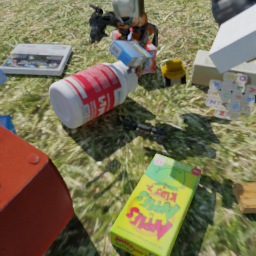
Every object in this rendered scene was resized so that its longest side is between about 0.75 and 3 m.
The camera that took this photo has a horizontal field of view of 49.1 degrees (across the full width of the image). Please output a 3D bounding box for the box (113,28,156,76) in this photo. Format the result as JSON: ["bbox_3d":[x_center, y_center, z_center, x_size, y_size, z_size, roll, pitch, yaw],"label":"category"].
[{"bbox_3d":[0.221,-3.206,11.690,1.129,1.081,2.265,-14,44,-15],"label":"box"}]

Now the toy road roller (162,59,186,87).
[{"bbox_3d":[1.454,-1.886,8.901,0.682,0.811,1.111,-6,40,5],"label":"toy road roller"}]

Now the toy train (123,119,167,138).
[{"bbox_3d":[0.509,0.055,8.658,1.436,0.329,0.245,16,48,21],"label":"toy train"}]

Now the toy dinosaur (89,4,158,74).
[{"bbox_3d":[-0.092,-3.148,8.525,1.996,1.503,2.942,-3,86,3],"label":"toy dinosaur"}]

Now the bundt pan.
[{"bbox_3d":[3.663,-3.639,8.115,2.506,2.506,0.940,-26,6,-26],"label":"bundt pan"}]

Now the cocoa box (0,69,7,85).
[{"bbox_3d":[-4.298,-1.423,7.572,1.492,0.995,0.979,-42,73,-16],"label":"cocoa box"}]

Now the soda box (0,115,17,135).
[{"bbox_3d":[-4.644,0.529,7.598,2.992,1.015,0.960,-10,43,-10],"label":"soda box"}]

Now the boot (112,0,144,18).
[{"bbox_3d":[-0.013,-3.383,7.155,0.834,1.078,0.389,12,26,30],"label":"boot"}]

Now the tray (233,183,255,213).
[{"bbox_3d":[3.426,1.697,6.879,1.447,0.268,0.714,-1,42,-2],"label":"tray"}]

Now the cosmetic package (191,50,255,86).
[{"bbox_3d":[3.743,-2.162,10.694,2.433,0.865,1.280,13,44,14],"label":"cosmetic package"}]

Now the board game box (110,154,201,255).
[{"bbox_3d":[0.730,1.783,6.532,1.243,0.583,2.447,19,45,20],"label":"board game box"}]

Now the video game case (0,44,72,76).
[{"bbox_3d":[-3.868,-2.980,12.060,2.471,0.289,2.246,3,42,2],"label":"video game case"}]

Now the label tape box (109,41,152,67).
[{"bbox_3d":[0.077,-1.839,6.924,0.668,0.308,0.932,46,33,18],"label":"label tape box"}]

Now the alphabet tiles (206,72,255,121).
[{"bbox_3d":[2.604,-0.801,7.120,1.147,1.173,0.086,15,12,22],"label":"alphabet tiles"}]

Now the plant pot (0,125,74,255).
[{"bbox_3d":[-2.798,1.343,5.148,2.801,2.468,2.798,30,48,9],"label":"plant pot"}]

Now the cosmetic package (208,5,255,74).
[{"bbox_3d":[2.895,-2.171,5.762,2.228,0.576,1.680,-23,23,42],"label":"cosmetic package"}]

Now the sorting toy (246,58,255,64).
[{"bbox_3d":[3.768,-2.053,7.332,1.670,0.329,1.805,-17,1,31],"label":"sorting toy"}]

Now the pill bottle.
[{"bbox_3d":[-1.046,-1.207,9.155,2.699,1.515,1.515,-32,51,-30],"label":"pill bottle"}]
